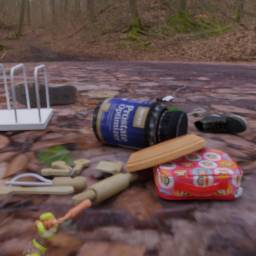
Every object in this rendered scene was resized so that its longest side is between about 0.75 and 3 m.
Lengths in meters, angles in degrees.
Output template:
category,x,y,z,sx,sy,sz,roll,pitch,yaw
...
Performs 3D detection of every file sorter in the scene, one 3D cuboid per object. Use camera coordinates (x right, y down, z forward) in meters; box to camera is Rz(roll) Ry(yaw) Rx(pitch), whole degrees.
category,x,y,z,sx,sy,sz,roll,pitch,yaw
file sorter,-4.102,-1.037,8.899,2.985,1.859,2.071,-2,17,-8

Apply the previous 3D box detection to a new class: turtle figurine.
category,x,y,z,sx,sy,sz,roll,pitch,yaw
turtle figurine,-1.270,1.411,2.554,1.670,0.667,2.071,-3,26,21

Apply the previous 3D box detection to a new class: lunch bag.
category,x,y,z,sx,sy,sz,roll,pitch,yaw
lunch bag,1.165,0.802,4.804,1.431,0.586,1.260,0,16,0

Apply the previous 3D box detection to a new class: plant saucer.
category,x,y,z,sx,sy,sz,roll,pitch,yaw
plant saucer,0.675,0.442,5.313,1.574,0.295,1.574,-20,-4,-1

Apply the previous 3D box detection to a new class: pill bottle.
category,x,y,z,sx,sy,sz,roll,pitch,yaw
pill bottle,0.297,-0.069,6.751,2.108,1.179,1.179,8,18,26

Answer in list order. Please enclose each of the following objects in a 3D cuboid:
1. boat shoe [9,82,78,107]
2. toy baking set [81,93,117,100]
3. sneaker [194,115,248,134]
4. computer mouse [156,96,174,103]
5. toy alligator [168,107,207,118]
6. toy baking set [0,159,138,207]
category,x,y,z,sx,sy,sz,roll,pitch,yaw
boat shoe,-3.580,-1.435,11.933,2.817,1.067,1.011,1,10,-31
toy baking set,-1.414,-1.546,13.667,1.695,0.197,1.301,-4,14,-15
sneaker,2.611,-0.038,7.998,0.757,0.533,1.425,-17,14,-30
computer mouse,1.745,-1.309,12.750,0.949,0.208,0.521,-15,21,-41
toy alligator,0.927,-0.284,8.385,2.778,0.667,0.921,3,-16,11
toy baking set,-1.042,0.962,4.892,1.872,0.284,2.439,3,9,31
